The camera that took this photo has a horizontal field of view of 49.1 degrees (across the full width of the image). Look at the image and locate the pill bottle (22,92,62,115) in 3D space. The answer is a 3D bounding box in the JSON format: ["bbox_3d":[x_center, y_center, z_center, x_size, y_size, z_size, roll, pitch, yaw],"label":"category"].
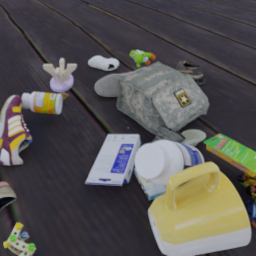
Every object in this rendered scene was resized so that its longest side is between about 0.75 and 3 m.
[{"bbox_3d":[-3.173,-0.926,10.324,1.343,0.746,0.746,6,38,-2],"label":"pill bottle"}]

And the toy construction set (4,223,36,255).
[{"bbox_3d":[-2.660,2.946,6.108,0.992,0.697,1.513,40,57,9],"label":"toy construction set"}]

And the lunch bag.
[{"bbox_3d":[1.323,-1.072,10.550,2.358,1.690,2.875,-30,51,-32],"label":"lunch bag"}]

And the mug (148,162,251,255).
[{"bbox_3d":[1.421,1.887,6.481,1.839,2.240,1.794,-17,4,-7],"label":"mug"}]

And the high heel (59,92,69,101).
[{"bbox_3d":[-2.987,-1.190,11.578,1.002,0.358,0.714,-5,22,28],"label":"high heel"}]

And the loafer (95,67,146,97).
[{"bbox_3d":[-0.160,-1.986,12.405,2.738,0.984,0.861,-18,8,-10],"label":"loafer"}]

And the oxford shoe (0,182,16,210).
[{"bbox_3d":[-3.818,2.091,7.284,0.663,0.636,1.796,30,47,30],"label":"oxford shoe"}]

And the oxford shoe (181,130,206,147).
[{"bbox_3d":[1.947,0.507,9.433,1.712,0.494,0.644,-24,41,-34],"label":"oxford shoe"}]

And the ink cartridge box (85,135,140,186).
[{"bbox_3d":[-0.397,1.046,8.656,1.141,0.450,2.295,1,36,18],"label":"ink cartridge box"}]

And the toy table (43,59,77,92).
[{"bbox_3d":[-3.094,-2.468,12.931,1.500,0.956,1.632,-8,37,-11],"label":"toy table"}]

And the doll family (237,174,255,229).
[{"bbox_3d":[3.537,1.705,7.677,1.180,0.801,2.041,12,42,7],"label":"doll family"}]

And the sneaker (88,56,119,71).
[{"bbox_3d":[-1.278,-3.250,14.238,1.567,0.587,0.781,3,38,4],"label":"sneaker"}]

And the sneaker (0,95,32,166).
[{"bbox_3d":[-3.723,0.077,9.373,1.132,0.941,2.512,11,62,-10],"label":"sneaker"}]

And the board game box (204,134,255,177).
[{"bbox_3d":[3.049,0.722,7.996,0.819,0.257,1.714,-21,39,-30],"label":"board game box"}]

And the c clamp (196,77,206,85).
[{"bbox_3d":[3.381,-2.223,13.252,0.654,0.104,0.766,-7,34,17],"label":"c clamp"}]

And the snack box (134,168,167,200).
[{"bbox_3d":[0.688,1.567,8.290,0.665,0.212,1.145,-13,39,-16],"label":"snack box"}]

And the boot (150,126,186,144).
[{"bbox_3d":[1.361,0.743,8.464,1.914,0.648,1.250,37,96,39],"label":"boot"}]

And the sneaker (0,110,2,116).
[{"bbox_3d":[-5.287,-0.437,10.363,2.029,0.865,0.792,4,38,6],"label":"sneaker"}]

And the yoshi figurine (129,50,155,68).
[{"bbox_3d":[0.549,-2.650,10.777,0.652,0.655,1.165,15,12,40],"label":"yoshi figurine"}]

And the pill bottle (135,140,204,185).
[{"bbox_3d":[1.033,0.872,6.925,1.065,1.065,1.919,35,13,36],"label":"pill bottle"}]

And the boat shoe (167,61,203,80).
[{"bbox_3d":[2.739,-2.905,13.548,1.962,0.719,0.731,21,35,34],"label":"boat shoe"}]
